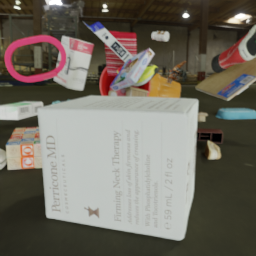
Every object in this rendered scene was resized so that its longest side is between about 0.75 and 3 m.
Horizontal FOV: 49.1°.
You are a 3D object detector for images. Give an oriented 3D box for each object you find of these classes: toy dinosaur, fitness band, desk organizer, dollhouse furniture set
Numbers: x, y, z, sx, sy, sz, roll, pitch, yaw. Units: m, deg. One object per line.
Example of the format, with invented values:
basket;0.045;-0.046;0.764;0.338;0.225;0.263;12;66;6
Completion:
toy dinosaur;2.333;-2.597;13.142;0.868;1.279;0.653;32;15;22
fitness band;-3.156;-2.373;9.666;2.036;1.463;0.381;-16;20;-14
desk organizer;2.404;0.250;8.791;1.044;0.374;0.402;2;14;8
dollhouse furniture set;0.935;-0.938;10.160;2.461;1.409;2.885;6;-7;-35

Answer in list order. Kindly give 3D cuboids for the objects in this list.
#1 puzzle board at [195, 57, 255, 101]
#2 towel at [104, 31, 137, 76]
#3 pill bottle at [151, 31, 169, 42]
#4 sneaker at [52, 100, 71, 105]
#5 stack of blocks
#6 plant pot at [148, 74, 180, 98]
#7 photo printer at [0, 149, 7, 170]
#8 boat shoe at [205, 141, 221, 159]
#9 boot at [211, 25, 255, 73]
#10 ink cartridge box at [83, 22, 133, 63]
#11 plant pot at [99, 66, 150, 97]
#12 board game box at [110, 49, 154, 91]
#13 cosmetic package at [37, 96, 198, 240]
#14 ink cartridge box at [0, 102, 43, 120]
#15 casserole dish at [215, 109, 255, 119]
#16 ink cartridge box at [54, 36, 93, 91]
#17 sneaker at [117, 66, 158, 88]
puzzle board;4.101;-2.039;10.057;2.902;0.252;2.187;-37;24;-1
towel;-0.343;-3.597;13.813;1.616;2.234;0.251;7;35;15
pill bottle;1.617;-4.652;14.209;0.818;0.468;0.468;17;19;33
sneaker;-2.318;-0.557;11.034;2.472;1.067;0.960;9;14;38
stack of blocks;-2.365;0.445;7.196;1.157;0.589;2.010;-3;12;-15
plant pot;2.130;-2.214;17.181;1.910;2.086;2.086;7;11;-2
photo printer;-3.355;0.748;6.004;1.320;0.458;1.098;0;10;0
boat shoe;2.181;0.595;7.197;0.339;0.361;0.979;10;17;9
boot;3.998;-2.817;10.061;2.415;0.874;1.742;-38;9;-33
ink cartridge box;-0.722;-3.480;11.235;2.378;0.466;1.183;37;13;-34
plant pot;-0.220;-2.323;16.356;2.878;2.878;2.546;-1;1;-3
board game box;0.121;-2.108;10.303;0.302;1.466;1.463;41;-25;-23
cosmetic package;-0.019;0.420;4.413;2.042;1.708;1.698;3;13;17
ink cartridge box;-6.112;-0.903;13.857;2.952;0.739;2.375;4;11;11
casserole dish;5.254;-0.698;13.572;2.008;0.389;1.216;-2;11;-4
ink cartridge box;-2.519;-2.926;12.717;0.901;2.125;1.548;2;19;-39
sneaker;0.315;-2.589;13.075;2.516;1.136;0.983;-5;34;49
